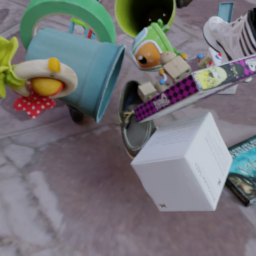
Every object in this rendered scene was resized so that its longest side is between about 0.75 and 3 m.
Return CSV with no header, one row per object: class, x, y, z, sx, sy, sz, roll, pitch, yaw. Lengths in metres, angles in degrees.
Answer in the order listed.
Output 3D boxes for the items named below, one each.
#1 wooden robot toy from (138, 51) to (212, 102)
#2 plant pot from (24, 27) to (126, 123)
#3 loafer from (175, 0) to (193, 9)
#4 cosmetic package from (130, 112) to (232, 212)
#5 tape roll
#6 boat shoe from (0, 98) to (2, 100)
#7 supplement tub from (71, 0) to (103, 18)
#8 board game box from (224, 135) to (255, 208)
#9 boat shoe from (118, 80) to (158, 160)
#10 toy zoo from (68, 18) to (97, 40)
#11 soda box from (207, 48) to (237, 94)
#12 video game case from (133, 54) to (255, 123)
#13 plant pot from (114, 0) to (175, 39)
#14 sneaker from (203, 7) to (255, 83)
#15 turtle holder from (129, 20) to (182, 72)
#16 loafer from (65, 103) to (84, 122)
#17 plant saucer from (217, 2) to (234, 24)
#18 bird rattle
wooden robot toy,1.098,-1.542,7.442,2.131,0.939,0.967,-34,65,1
plant pot,-1.525,-1.648,8.055,2.302,2.350,2.350,21,47,0
loafer,1.958,-4.486,9.667,0.637,0.652,1.787,-11,32,11
cosmetic package,1.253,0.770,6.269,1.405,1.414,1.689,-15,23,41
tape roll,-1.828,-2.792,8.686,2.847,2.847,0.684,3,55,3
boat shoe,-3.665,-1.116,6.804,0.684,1.810,0.546,-43,81,-16
supplement tub,-1.514,-4.947,9.994,1.390,1.981,1.390,8,67,-19
board game box,4.066,1.128,8.684,2.672,0.376,1.807,-21,49,-19
boat shoe,0.212,-0.318,7.867,1.056,0.883,2.956,-20,35,14
toy zoo,-1.453,-2.939,9.656,1.315,2.004,0.205,22,37,-1
soda box,3.956,-2.472,11.930,0.762,0.815,2.393,0,45,0
video game case,1.611,-0.872,6.523,2.246,2.478,0.444,-19,86,-27
plant pot,0.830,-4.053,10.034,2.025,2.025,2.164,16,13,15
sneaker,2.939,-2.574,7.369,1.002,1.528,2.655,5,48,-17
turtle holder,0.700,-2.452,8.540,1.298,1.388,1.827,-31,47,9
loafer,-2.055,-0.986,10.587,0.616,0.637,1.814,-14,47,-13
plant saucer,3.123,-3.363,9.279,0.522,1.493,0.142,-9,34,-13
bird rattle,-1.991,-0.895,6.117,1.795,2.201,1.240,-6,65,11
